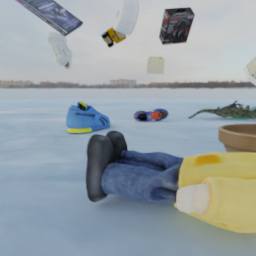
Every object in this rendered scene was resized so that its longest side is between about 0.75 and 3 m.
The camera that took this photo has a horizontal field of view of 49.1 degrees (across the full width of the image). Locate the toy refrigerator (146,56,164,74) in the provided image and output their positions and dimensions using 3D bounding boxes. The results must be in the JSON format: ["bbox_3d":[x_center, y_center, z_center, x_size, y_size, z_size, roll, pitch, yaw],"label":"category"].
[{"bbox_3d":[0.940,-2.180,9.574,0.549,0.506,1.446,5,17,5],"label":"toy refrigerator"}]

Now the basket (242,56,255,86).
[{"bbox_3d":[4.409,-1.839,9.103,0.920,0.837,1.357,35,29,-2],"label":"basket"}]

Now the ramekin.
[{"bbox_3d":[-0.115,-3.746,9.367,0.568,1.165,1.165,8,4,-21],"label":"ramekin"}]

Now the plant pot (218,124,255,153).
[{"bbox_3d":[1.997,0.355,3.817,1.502,0.693,1.502,-1,8,0],"label":"plant pot"}]

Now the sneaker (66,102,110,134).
[{"bbox_3d":[-1.164,-0.384,8.832,0.768,0.914,2.331,1,6,20],"label":"sneaker"}]

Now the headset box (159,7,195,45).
[{"bbox_3d":[1.998,-4.261,11.589,1.145,0.578,1.541,-9,-34,-13],"label":"headset box"}]

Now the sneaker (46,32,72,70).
[{"bbox_3d":[-2.714,-3.098,11.362,0.681,0.907,1.820,-11,-26,10],"label":"sneaker"}]

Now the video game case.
[{"bbox_3d":[-2.214,-3.246,7.620,1.825,0.173,1.304,35,32,-10],"label":"video game case"}]

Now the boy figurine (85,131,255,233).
[{"bbox_3d":[0.846,0.466,2.638,2.522,0.813,1.568,1,4,23],"label":"boy figurine"}]

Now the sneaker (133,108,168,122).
[{"bbox_3d":[0.895,-0.442,11.111,1.422,0.536,0.558,-8,13,8],"label":"sneaker"}]

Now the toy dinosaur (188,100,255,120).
[{"bbox_3d":[4.235,-0.719,12.245,2.970,0.705,1.309,0,17,25],"label":"toy dinosaur"}]

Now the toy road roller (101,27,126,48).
[{"bbox_3d":[-0.574,-3.783,11.307,1.009,0.620,0.737,-22,35,22],"label":"toy road roller"}]

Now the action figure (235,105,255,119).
[{"bbox_3d":[5.455,-0.690,12.502,2.324,0.636,1.373,-3,10,1],"label":"action figure"}]
